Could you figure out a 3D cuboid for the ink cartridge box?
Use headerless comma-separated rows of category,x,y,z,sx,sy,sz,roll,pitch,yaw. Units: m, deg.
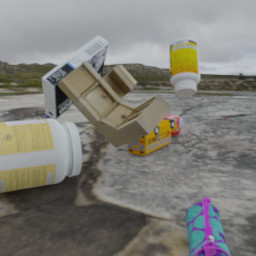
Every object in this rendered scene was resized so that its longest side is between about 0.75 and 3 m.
ink cartridge box,-1.996,-1.660,10.634,0.622,2.866,2.839,38,61,7

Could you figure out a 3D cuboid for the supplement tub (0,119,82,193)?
supplement tub,-2.898,0.757,8.148,2.716,1.975,1.975,-5,13,-26

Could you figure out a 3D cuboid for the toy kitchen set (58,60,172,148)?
toy kitchen set,-0.173,-1.265,8.453,2.225,2.727,2.460,-46,9,-26

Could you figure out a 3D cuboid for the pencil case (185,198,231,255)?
pencil case,1.430,1.992,5.068,0.723,0.785,1.699,5,12,8

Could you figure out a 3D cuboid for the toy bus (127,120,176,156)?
toy bus,1.138,0.310,12.396,0.945,1.137,2.904,6,13,33

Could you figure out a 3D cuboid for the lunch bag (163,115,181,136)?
lunch bag,1.599,-0.242,15.294,2.582,1.058,2.274,3,12,16

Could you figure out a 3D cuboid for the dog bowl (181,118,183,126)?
dog bowl,2.630,-0.455,17.863,1.896,0.470,1.057,9,14,35

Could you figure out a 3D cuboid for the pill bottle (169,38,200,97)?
pill bottle,2.390,-2.541,11.887,1.236,2.262,1.236,1,-16,0
